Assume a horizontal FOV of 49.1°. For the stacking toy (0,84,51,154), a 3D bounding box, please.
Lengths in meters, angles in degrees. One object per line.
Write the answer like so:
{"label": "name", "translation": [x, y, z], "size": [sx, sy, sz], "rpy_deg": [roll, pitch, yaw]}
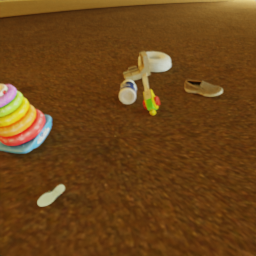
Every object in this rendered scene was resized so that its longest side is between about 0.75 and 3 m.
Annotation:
{"label": "stacking toy", "translation": [-3.575, -0.685, 8.131], "size": [1.534, 2.795, 1.622], "rpy_deg": [4, 46, 24]}

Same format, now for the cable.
{"label": "cable", "translation": [1.426, -3.536, 14.981], "size": [1.771, 0.613, 1.771], "rpy_deg": [22, 38, 31]}

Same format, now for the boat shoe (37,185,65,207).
{"label": "boat shoe", "translation": [-1.927, 1.693, 6.964], "size": [0.779, 0.277, 0.244], "rpy_deg": [-36, 3, -38]}

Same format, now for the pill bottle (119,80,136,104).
{"label": "pill bottle", "translation": [-0.010, -1.559, 11.741], "size": [0.694, 0.694, 1.249], "rpy_deg": [1, 31, 2]}

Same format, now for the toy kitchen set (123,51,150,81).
{"label": "toy kitchen set", "translation": [0.289, -3.048, 13.494], "size": [1.222, 1.103, 0.997], "rpy_deg": [-17, 42, -5]}

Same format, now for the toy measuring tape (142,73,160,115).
{"label": "toy measuring tape", "translation": [0.858, -1.262, 10.919], "size": [0.654, 0.654, 1.778], "rpy_deg": [-5, 66, -7]}

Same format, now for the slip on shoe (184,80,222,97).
{"label": "slip on shoe", "translation": [3.228, -1.767, 12.070], "size": [1.622, 0.491, 0.616], "rpy_deg": [15, 53, 29]}
